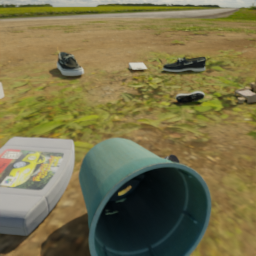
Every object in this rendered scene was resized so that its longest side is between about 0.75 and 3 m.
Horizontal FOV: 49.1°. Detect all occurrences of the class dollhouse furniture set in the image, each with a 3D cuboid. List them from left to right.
[{"bbox_3d":[4.960,-1.705,11.486,1.710,0.835,1.458,-6,26,-13],"label":"dollhouse furniture set"}]

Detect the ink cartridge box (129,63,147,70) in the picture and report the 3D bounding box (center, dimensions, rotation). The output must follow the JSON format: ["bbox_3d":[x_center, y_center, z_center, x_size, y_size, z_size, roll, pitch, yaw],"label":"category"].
[{"bbox_3d":[0.537,-3.346,15.577,0.833,0.258,1.028,-4,34,-10],"label":"ink cartridge box"}]

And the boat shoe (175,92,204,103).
[{"bbox_3d":[2.430,-1.145,10.915,1.133,0.389,0.321,-6,32,1],"label":"boat shoe"}]

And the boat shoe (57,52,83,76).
[{"bbox_3d":[-3.217,-3.441,14.845,0.997,0.981,2.766,-16,30,-30],"label":"boat shoe"}]

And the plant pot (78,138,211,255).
[{"bbox_3d":[0.053,1.122,4.786,1.926,1.926,1.886,-10,20,-19],"label":"plant pot"}]

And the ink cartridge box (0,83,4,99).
[{"bbox_3d":[-5.938,-1.424,11.133,1.499,0.632,1.095,5,27,10],"label":"ink cartridge box"}]

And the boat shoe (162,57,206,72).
[{"bbox_3d":[3.051,-3.496,15.244,2.424,0.731,0.916,-6,27,-12],"label":"boat shoe"}]

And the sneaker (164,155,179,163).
[{"bbox_3d":[0.674,1.149,6.257,1.297,0.455,0.532,-43,4,-37],"label":"sneaker"}]

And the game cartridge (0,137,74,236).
[{"bbox_3d":[-2.245,1.053,6.128,1.865,0.573,2.801,6,29,5],"label":"game cartridge"}]
